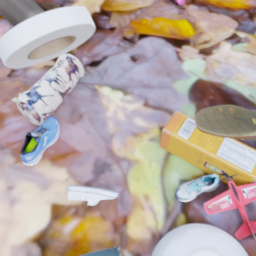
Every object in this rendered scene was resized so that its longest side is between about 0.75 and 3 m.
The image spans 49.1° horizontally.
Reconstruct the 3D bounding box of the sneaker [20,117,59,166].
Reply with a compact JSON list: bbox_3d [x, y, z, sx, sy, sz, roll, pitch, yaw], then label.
[{"bbox_3d":[-2.729,0.317,8.704,0.677,0.769,1.724,19,59,12],"label":"sneaker"}]

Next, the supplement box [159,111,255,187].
[{"bbox_3d":[2.422,0.679,8.356,2.904,0.966,0.999,31,59,18],"label":"supplement box"}]

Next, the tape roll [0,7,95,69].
[{"bbox_3d":[-1.920,-2.121,6.757,2.386,2.386,0.436,-26,97,-16],"label":"tape roll"}]

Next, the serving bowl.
[{"bbox_3d":[1.810,3.524,6.574,2.648,0.871,2.648,0,57,-1],"label":"serving bowl"}]

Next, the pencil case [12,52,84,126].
[{"bbox_3d":[-2.609,-1.407,9.562,1.030,1.184,2.647,4,50,44],"label":"pencil case"}]

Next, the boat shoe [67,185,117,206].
[{"bbox_3d":[-1.017,1.940,7.885,1.421,0.504,0.496,6,84,0],"label":"boat shoe"}]

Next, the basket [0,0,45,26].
[{"bbox_3d":[-4.134,-4.583,11.465,2.031,1.832,1.381,41,84,12],"label":"basket"}]

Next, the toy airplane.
[{"bbox_3d":[3.051,2.144,7.488,1.877,0.345,1.877,-1,77,6],"label":"toy airplane"}]

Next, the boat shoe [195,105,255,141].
[{"bbox_3d":[2.520,-0.016,6.137,2.090,0.706,0.752,1,61,9],"label":"boat shoe"}]

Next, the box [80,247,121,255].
[{"bbox_3d":[-1.212,3.932,6.546,2.407,0.454,1.644,-11,58,-7],"label":"box"}]

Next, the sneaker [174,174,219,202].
[{"bbox_3d":[1.951,1.630,7.954,1.372,0.592,0.532,-20,59,-13],"label":"sneaker"}]

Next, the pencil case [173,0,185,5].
[{"bbox_3d":[2.104,-6.173,13.055,1.169,0.530,0.547,41,31,25],"label":"pencil case"}]
